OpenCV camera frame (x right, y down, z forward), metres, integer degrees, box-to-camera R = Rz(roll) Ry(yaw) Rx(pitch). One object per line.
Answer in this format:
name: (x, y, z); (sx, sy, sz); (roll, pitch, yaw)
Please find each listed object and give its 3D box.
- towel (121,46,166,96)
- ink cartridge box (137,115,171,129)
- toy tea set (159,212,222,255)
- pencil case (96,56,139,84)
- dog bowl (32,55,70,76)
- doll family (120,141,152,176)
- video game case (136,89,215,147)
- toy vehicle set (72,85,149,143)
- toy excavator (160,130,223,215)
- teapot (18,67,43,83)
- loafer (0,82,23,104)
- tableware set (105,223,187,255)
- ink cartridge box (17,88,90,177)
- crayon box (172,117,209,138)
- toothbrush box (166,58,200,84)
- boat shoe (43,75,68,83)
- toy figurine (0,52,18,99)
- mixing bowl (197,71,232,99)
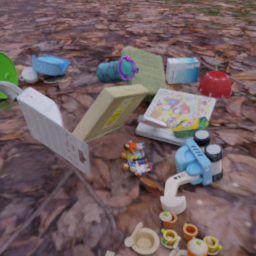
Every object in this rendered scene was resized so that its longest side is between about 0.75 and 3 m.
towel: (0.809, -2.403, 12.457); (0.517, 2.104, 2.836); (-14, -7, 38)
ink cartridge box: (0.945, -0.215, 9.949); (0.901, 0.316, 1.109); (19, -11, -18)
toy tea set: (1.383, 2.560, 6.785); (1.656, 0.613, 0.985); (22, 33, 35)
pencil case: (-0.506, -2.292, 11.248); (0.894, 0.971, 2.101); (23, -8, -30)
dog bowl: (-4.115, -3.326, 14.892); (1.507, 0.670, 2.704); (19, 16, 3)
doll family: (0.184, 1.097, 9.270); (0.846, 0.614, 1.362); (-4, 51, -18)
video game case: (1.927, -0.469, 11.113); (2.432, 0.306, 2.672); (14, 50, 22)
toy vehicle set: (-0.470, -0.523, 8.956); (0.391, 1.834, 2.952); (43, 22, 9)
toy excavator: (1.821, 1.365, 8.506); (2.306, 1.152, 2.243); (-19, 38, -4)
teapot: (-5.106, -2.675, 14.681); (0.927, 0.677, 0.914); (35, 66, 6)
loafer: (-3.533, -1.021, 8.783); (1.292, 0.452, 0.451); (27, 38, -10)
tableware set: (0.527, 3.185, 6.321); (2.195, 0.255, 1.834); (21, 39, 28)
ink cartridge box: (-1.845, 0.157, 7.709); (2.338, 1.900, 0.667); (28, 58, 13)
crayon box: (2.192, -0.007, 9.836); (1.136, 0.331, 0.674); (-10, 31, 52)
toothbrush box: (2.840, -2.992, 14.685); (1.572, 1.151, 0.671); (-4, 34, -4)
boat shoe: (-3.852, -2.628, 14.801); (1.263, 0.409, 0.454); (-3, 34, -5)
toy figurine: (-7.162, -2.072, 13.207); (2.684, 2.189, 2.916); (-3, 57, 20)
mixing bowl: (4.307, -2.229, 13.781); (1.688, 0.914, 1.688); (-1, 34, 1)
